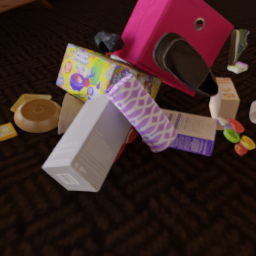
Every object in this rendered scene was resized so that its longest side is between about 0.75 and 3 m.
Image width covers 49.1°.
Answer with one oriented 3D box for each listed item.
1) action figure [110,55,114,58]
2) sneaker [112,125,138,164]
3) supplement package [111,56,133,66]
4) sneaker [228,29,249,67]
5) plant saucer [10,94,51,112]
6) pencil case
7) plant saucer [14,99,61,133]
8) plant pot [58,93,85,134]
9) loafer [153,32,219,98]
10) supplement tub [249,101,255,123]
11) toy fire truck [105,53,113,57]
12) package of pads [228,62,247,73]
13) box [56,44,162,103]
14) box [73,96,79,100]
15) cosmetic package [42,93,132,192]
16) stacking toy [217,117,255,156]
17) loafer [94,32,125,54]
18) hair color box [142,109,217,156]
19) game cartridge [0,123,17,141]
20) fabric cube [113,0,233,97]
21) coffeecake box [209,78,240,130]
[{"bbox_3d":[-1.506,-3.352,14.487,2.312,0.802,1.505,9,44,18],"label":"action figure"},{"bbox_3d":[-0.587,0.062,9.565,1.445,0.980,2.502,19,40,22],"label":"sneaker"},{"bbox_3d":[0.094,-2.952,13.591,1.452,1.102,1.094,-24,42,-29],"label":"supplement package"},{"bbox_3d":[3.823,-2.739,9.593,0.570,1.270,0.426,-11,35,-9],"label":"sneaker"},{"bbox_3d":[-3.929,-0.918,11.480,1.267,0.307,1.267,4,37,5],"label":"plant saucer"},{"bbox_3d":[0.343,-0.358,7.403,0.928,2.210,0.945,-47,15,-33],"label":"pencil case"},{"bbox_3d":[-3.413,-0.591,10.723,1.850,0.327,1.850,4,45,-4],"label":"plant saucer"},{"bbox_3d":[-1.639,-0.368,9.916,1.349,1.474,1.474,12,36,-6],"label":"plant pot"},{"bbox_3d":[1.909,-1.776,8.268,2.969,1.084,1.059,23,15,-44],"label":"loafer"},{"bbox_3d":[5.048,-0.632,10.850,0.591,0.591,0.895,14,38,19],"label":"supplement tub"},{"bbox_3d":[-0.730,-4.082,15.613,1.031,0.688,1.227,-6,33,-41],"label":"toy fire truck"},{"bbox_3d":[5.700,-3.119,14.529,0.833,0.284,0.643,-22,40,-26],"label":"package of pads"},{"bbox_3d":[-0.723,-1.753,10.602,2.732,1.667,2.632,33,18,38],"label":"box"},{"bbox_3d":[-1.915,-1.289,12.049,0.841,0.229,1.050,8,37,11],"label":"box"},{"bbox_3d":[-0.991,0.326,7.789,1.426,1.204,2.669,-11,38,46],"label":"cosmetic package"},{"bbox_3d":[2.734,0.220,7.437,0.933,0.435,1.031,14,40,-25],"label":"stacking toy"},{"bbox_3d":[-0.889,-3.219,10.686,0.725,0.702,2.066,-40,33,-11],"label":"loafer"},{"bbox_3d":[1.791,0.089,9.722,2.339,0.758,1.279,13,39,14],"label":"hair color box"},{"bbox_3d":[-4.581,0.184,10.100,0.904,0.147,0.797,-21,41,-28],"label":"game cartridge"},{"bbox_3d":[1.543,-3.310,10.701,2.817,2.862,2.871,24,11,-27],"label":"fabric cube"},{"bbox_3d":[3.597,-0.931,10.628,0.627,1.318,1.717,4,36,5],"label":"coffeecake box"}]
